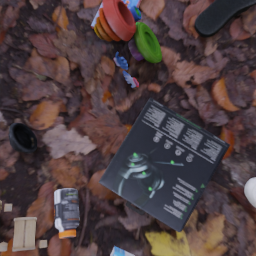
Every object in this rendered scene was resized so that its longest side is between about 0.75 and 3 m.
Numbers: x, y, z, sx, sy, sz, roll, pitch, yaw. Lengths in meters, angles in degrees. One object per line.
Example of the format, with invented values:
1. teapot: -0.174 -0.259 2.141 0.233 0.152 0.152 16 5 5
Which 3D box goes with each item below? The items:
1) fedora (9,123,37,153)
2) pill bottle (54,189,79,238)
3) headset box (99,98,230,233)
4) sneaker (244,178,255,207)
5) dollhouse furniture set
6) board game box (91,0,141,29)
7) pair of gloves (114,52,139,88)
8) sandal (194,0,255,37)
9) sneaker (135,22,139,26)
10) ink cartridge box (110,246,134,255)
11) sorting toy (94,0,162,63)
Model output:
1. fedora: -3.220 0.366 8.344 0.464 1.016 1.016 -31 82 22
2. pill bottle: -1.614 2.256 7.378 0.637 0.637 1.200 -8 64 -1
3. headset box: 0.919 1.107 8.004 2.544 1.356 2.922 30 83 4
4. sneaker: 4.679 2.235 7.840 2.763 1.376 1.034 30 84 6
5. dollhouse furniture set: -3.224 2.836 8.320 1.592 0.777 1.358 5 82 -23
6. board game box: -0.236 -4.141 9.294 1.170 0.221 2.273 23 82 13
7. pair of gloves: -0.067 -1.734 8.453 0.141 0.995 1.238 -34 113 -7
8. sandal: 3.368 -4.041 9.221 2.742 0.656 1.031 -35 84 8
9. sneaker: 0.363 -2.971 9.104 0.366 0.399 0.937 -17 84 -2
10. ink cartridge box: 0.163 4.213 7.919 1.662 0.564 0.957 25 80 1
11. sorting toy: -0.093 -2.774 8.326 1.060 2.581 1.551 -22 57 30
